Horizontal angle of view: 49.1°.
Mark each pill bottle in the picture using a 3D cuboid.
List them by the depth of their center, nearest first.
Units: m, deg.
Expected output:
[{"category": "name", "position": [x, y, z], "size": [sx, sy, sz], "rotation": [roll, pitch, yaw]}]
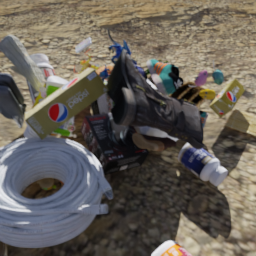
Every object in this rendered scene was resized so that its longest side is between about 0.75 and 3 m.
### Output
[{"category": "pill bottle", "position": [1.289, 3.252, 5.138], "size": [1.186, 1.186, 2.165], "rotation": [-29, 46, -32]}, {"category": "pill bottle", "position": [2.206, 1.082, 8.280], "size": [0.756, 0.756, 1.362], "rotation": [-26, 47, -30]}, {"category": "pill bottle", "position": [0.145, -1.685, 8.985], "size": [0.684, 0.684, 1.224], "rotation": [22, 11, 26]}, {"category": "pill bottle", "position": [-2.520, -0.496, 9.065], "size": [1.175, 2.151, 1.175], "rotation": [31, 17, -10]}, {"category": "pill bottle", "position": [0.608, -0.609, 9.778], "size": [1.602, 1.602, 2.826], "rotation": [-13, 39, -17]}, {"category": "pill bottle", "position": [-3.280, -1.754, 10.672], "size": [1.106, 1.106, 1.909], "rotation": [-15, 80, -19]}]

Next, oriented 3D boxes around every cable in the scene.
[{"category": "cable", "position": [-2.065, 1.398, 6.846], "size": [2.974, 1.030, 2.975], "rotation": [-8, 39, -17]}]

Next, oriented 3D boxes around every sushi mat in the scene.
[{"category": "sushi mat", "position": [5.045, 0.084, 10.065], "size": [2.877, 0.174, 1.376], "rotation": [22, 42, 26]}]

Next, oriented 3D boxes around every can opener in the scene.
[{"category": "can opener", "position": [-3.126, -0.622, 7.185], "size": [0.807, 2.415, 0.644], "rotation": [4, 72, -7]}]

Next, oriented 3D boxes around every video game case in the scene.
[{"category": "video game case", "position": [-1.434, -2.649, 8.975], "size": [0.558, 0.070, 0.779], "rotation": [-31, 30, 7]}]

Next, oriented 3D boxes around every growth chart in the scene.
[{"category": "growth chart", "position": [-2.090, -0.558, 8.296], "size": [1.200, 1.658, 0.147], "rotation": [4, 10, 2]}]

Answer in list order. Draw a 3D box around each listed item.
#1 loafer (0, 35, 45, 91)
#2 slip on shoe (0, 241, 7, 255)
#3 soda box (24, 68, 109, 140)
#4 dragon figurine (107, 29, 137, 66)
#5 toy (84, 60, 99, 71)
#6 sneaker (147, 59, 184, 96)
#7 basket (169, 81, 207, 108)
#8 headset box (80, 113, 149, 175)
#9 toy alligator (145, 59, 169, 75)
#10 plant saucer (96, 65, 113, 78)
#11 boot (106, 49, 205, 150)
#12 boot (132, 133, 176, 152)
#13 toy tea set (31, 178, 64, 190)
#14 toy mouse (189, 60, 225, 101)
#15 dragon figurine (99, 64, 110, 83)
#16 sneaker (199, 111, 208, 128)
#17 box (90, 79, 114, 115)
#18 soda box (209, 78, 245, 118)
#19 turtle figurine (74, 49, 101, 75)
[{"category": "loafer", "position": [-3.580, -2.099, 9.466], "size": [0.733, 2.100, 0.734], "rotation": [-33, 2, 12]}, {"category": "slip on shoe", "position": [-3.645, 2.312, 6.679], "size": [0.984, 0.784, 2.587], "rotation": [-21, 42, -25]}, {"category": "soda box", "position": [-1.694, -0.698, 7.657], "size": [2.249, 0.720, 0.762], "rotation": [-37, 24, -7]}, {"category": "dragon figurine", "position": [-0.202, -2.700, 9.754], "size": [0.861, 0.510, 1.733], "rotation": [-16, 74, 15]}, {"category": "toy", "position": [-1.638, -2.317, 12.099], "size": [0.660, 1.147, 0.271], "rotation": [21, 52, 3]}, {"category": "sneaker", "position": [1.197, -1.713, 9.030], "size": [0.870, 0.777, 2.177], "rotation": [-24, 36, 8]}, {"category": "basket", "position": [2.055, -1.066, 10.259], "size": [1.485, 1.107, 1.060], "rotation": [-40, 93, -17]}, {"category": "headset box", "position": [-0.490, 0.343, 8.650], "size": [1.459, 0.757, 1.960], "rotation": [-8, 54, -31]}, {"category": "toy alligator", "position": [1.202, -2.825, 13.596], "size": [1.936, 0.465, 0.642], "rotation": [-25, 76, -30]}, {"category": "plant saucer", "position": [-1.471, -1.420, 10.392], "size": [0.393, 2.433, 2.433], "rotation": [42, 43, -7]}, {"category": "boot", "position": [0.789, -0.780, 7.828], "size": [2.582, 1.027, 2.966], "rotation": [13, 48, -23]}, {"category": "boot", "position": [0.752, 0.394, 8.229], "size": [0.906, 0.394, 1.089], "rotation": [-8, 24, -40]}, {"category": "toy tea set", "position": [-2.400, 1.411, 8.095], "size": [1.593, 0.590, 0.947], "rotation": [24, 48, 14]}, {"category": "toy mouse", "position": [2.323, -1.337, 7.875], "size": [1.254, 1.115, 0.243], "rotation": [5, 20, -22]}, {"category": "dragon figurine", "position": [-0.756, -1.687, 8.670], "size": [0.374, 0.221, 0.753], "rotation": [-7, 75, -28]}, {"category": "sneaker", "position": [2.508, -0.216, 9.837], "size": [0.372, 0.332, 0.932], "rotation": [28, 59, -1]}, {"category": "box", "position": [-0.789, -0.637, 9.590], "size": [0.327, 1.882, 1.036], "rotation": [13, 38, 28]}, {"category": "soda box", "position": [3.815, -1.168, 10.694], "size": [0.632, 0.598, 1.867], "rotation": [46, 47, 2]}, {"category": "turtle figurine", "position": [-1.538, -2.473, 11.106], "size": [0.946, 1.173, 0.378], "rotation": [21, 21, -40]}]
